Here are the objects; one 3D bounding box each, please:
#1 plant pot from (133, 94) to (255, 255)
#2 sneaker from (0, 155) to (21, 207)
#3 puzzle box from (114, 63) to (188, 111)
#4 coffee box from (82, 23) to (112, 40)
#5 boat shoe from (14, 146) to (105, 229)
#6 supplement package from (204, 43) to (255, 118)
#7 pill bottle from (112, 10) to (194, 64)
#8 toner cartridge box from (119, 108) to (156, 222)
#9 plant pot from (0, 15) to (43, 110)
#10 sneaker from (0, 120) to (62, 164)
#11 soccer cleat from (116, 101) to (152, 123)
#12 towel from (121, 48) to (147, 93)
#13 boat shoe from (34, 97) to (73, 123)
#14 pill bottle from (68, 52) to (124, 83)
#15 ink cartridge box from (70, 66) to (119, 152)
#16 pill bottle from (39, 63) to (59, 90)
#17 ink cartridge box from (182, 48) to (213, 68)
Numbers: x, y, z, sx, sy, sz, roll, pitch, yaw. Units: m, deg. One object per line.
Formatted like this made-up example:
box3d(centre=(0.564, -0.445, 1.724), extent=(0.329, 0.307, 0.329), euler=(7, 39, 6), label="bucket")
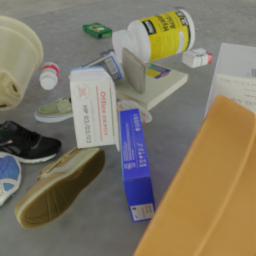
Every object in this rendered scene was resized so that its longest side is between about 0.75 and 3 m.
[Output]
box3d(centre=(1.596, 1.247, 4.252), extent=(2.052, 2.932, 2.932), euler=(29, 45, 13), label="plant pot")
box3d(centre=(-2.938, 1.260, 5.624), extent=(0.842, 0.857, 2.225), euler=(6, 36, 13), label="sneaker")
box3d(centre=(0.725, -1.501, 9.635), extent=(1.661, 0.317, 2.497), euler=(27, 45, 31), label="puzzle box")
box3d(centre=(-1.535, -4.842, 13.945), extent=(0.918, 0.328, 1.493), euler=(-25, 45, -29), label="coffee box")
box3d(centre=(-1.446, 1.131, 5.895), extent=(0.785, 0.875, 2.364), euler=(17, 33, 29), label="boat shoe")
box3d(centre=(2.475, -0.203, 6.050), extent=(1.598, 2.636, 1.579), euler=(12, 39, 14), label="supplement package")
box3d(centre=(0.920, -3.370, 10.627), extent=(2.846, 1.584, 1.584), euler=(-20, 42, -13), label="pill bottle")
box3d(centre=(0.162, 0.668, 6.009), extent=(0.516, 1.136, 2.391), euler=(-8, 33, 2), label="toner cartridge box")
box3d(centre=(-3.974, -1.844, 8.743), extent=(2.407, 2.407, 2.203), euler=(-5, 50, -6), label="plant pot")
box3d(centre=(-2.702, 0.289, 6.841), extent=(2.071, 0.907, 0.784), euler=(2, 38, 3), label="sneaker")
box3d(centre=(0.215, -0.548, 8.300), extent=(1.335, 0.463, 0.518), euler=(25, 42, 35), label="soccer cleat")
box3d(centre=(0.178, -1.856, 8.984), extent=(0.263, 1.012, 1.527), euler=(-16, 43, -20), label="towel")
box3d(centre=(-1.815, -0.661, 8.324), extent=(1.918, 0.595, 0.691), euler=(-13, 40, -16), label="boat shoe")
box3d(centre=(-1.037, -1.702, 9.123), extent=(1.650, 0.939, 0.939), euler=(-27, 42, -3), label="pill bottle")
box3d(centre=(-0.878, -0.541, 6.779), extent=(0.913, 1.549, 2.691), euler=(-7, 19, -9), label="ink cartridge box")
box3d(centre=(-2.757, -1.796, 9.783), extent=(0.606, 0.606, 1.079), euler=(-4, 38, -5), label="pill bottle")
box3d(centre=(2.770, -2.819, 11.264), extent=(0.979, 0.406, 0.718), euler=(-19, 42, -23), label="ink cartridge box")
